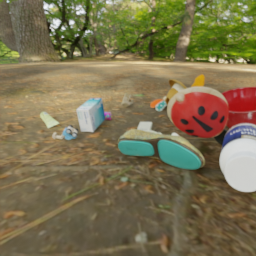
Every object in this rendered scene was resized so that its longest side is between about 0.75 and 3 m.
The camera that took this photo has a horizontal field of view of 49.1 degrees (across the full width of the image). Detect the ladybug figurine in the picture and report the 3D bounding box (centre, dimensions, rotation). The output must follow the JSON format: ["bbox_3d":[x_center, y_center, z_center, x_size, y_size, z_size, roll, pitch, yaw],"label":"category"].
[{"bbox_3d":[2.212,-0.363,8.586,2.518,1.710,0.906,24,40,-42],"label":"ladybug figurine"}]

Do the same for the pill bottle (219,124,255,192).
[{"bbox_3d":[3.136,0.761,7.488,1.262,1.262,2.272,7,19,21],"label":"pill bottle"}]

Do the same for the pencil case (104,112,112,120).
[{"bbox_3d":[-1.234,-0.578,13.271,0.912,0.403,0.403,4,18,13],"label":"pencil case"}]

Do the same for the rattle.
[{"bbox_3d":[2.668,-1.862,15.090,2.655,1.897,1.729,7,41,-4],"label":"rattle"}]

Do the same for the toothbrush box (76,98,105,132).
[{"bbox_3d":[-1.537,-0.558,11.800,0.583,1.001,1.367,1,27,19],"label":"toothbrush box"}]

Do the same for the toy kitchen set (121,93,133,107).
[{"bbox_3d":[0.101,-1.534,15.611,0.612,0.750,0.677,26,-15,-19],"label":"toy kitchen set"}]

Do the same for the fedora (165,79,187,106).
[{"bbox_3d":[2.434,-1.276,13.542,0.932,2.285,2.285,-39,25,-5],"label":"fedora"}]

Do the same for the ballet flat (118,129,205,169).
[{"bbox_3d":[1.033,0.520,8.624,2.878,1.017,1.017,8,19,32],"label":"ballet flat"}]

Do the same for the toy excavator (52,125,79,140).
[{"bbox_3d":[-2.380,0.263,10.603,0.770,0.792,0.396,34,24,-13],"label":"toy excavator"}]

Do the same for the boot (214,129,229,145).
[{"bbox_3d":[3.958,0.340,10.001,1.618,0.560,1.409,34,34,30],"label":"boot"}]

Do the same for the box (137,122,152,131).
[{"bbox_3d":[0.627,0.146,10.861,0.523,0.435,1.273,3,17,10],"label":"box"}]

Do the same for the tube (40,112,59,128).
[{"bbox_3d":[-3.584,-0.333,12.578,0.351,0.393,1.354,28,3,-41],"label":"tube"}]

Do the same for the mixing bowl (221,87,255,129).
[{"bbox_3d":[4.800,-0.617,11.383,2.417,1.309,2.417,-12,27,6],"label":"mixing bowl"}]
